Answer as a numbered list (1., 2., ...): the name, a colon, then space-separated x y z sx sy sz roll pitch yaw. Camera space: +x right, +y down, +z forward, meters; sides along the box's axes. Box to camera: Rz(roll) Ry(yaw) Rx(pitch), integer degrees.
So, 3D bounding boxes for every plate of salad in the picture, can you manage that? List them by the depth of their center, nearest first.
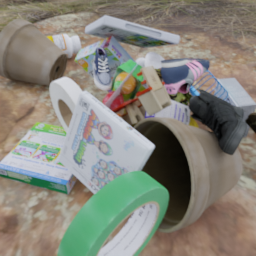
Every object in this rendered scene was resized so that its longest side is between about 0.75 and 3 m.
1. plate of salad: 1.522 -1.374 9.665 0.693 2.887 2.887 -23 28 31

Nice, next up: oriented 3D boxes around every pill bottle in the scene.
1. pill bottle: -3.824 -4.391 15.323 2.326 1.292 1.292 -13 41 -16

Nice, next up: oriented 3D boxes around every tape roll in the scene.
1. tape roll: -0.212 2.180 5.934 2.652 2.652 0.638 -32 50 -33
2. tape roll: -1.690 -0.412 8.679 0.426 2.330 2.330 -29 47 -27

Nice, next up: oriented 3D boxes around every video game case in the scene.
1. video game case: -0.706 0.659 7.100 2.213 2.431 0.288 39 37 18
2. video game case: 0.012 -3.415 10.248 2.681 0.324 2.941 7 9 -21

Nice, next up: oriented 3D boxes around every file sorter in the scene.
1. file sorter: 2.799 -1.479 10.184 1.081 0.956 1.557 41 20 -20

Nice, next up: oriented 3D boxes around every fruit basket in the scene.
1. fruit basket: -0.355 -1.129 8.972 0.989 1.954 2.109 39 64 4

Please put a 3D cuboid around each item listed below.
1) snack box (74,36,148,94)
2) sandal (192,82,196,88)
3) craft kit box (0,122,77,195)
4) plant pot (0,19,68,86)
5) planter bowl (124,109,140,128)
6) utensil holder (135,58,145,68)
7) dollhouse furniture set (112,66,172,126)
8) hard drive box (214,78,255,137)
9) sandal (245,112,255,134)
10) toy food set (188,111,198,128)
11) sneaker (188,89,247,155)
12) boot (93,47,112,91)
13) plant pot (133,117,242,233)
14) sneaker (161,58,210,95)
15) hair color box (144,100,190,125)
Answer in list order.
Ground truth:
1. snack box: -0.543 -2.248 11.112 1.855 2.608 0.691 -9 53 40
2. sandal: 2.183 -1.966 12.745 2.330 0.766 0.854 -25 45 -28
3. craft kit box: -2.601 0.896 9.411 2.452 0.595 2.422 11 43 14
4. plant pot: -4.293 -3.219 13.063 2.472 2.848 2.848 25 43 5
5. planter bowl: 0.199 -0.164 10.018 0.614 1.474 1.474 2 39 -7
6. utensil holder: 0.849 -2.771 13.061 0.954 0.954 1.122 -16 18 -18
7. dollhouse furniture set: -0.005 -0.665 7.824 2.223 1.158 2.247 -27 1 37
8. hard drive box: 3.959 -0.780 10.706 0.739 1.499 1.923 -5 38 -4
9. sandal: 3.595 -0.148 7.500 0.480 1.759 0.719 -36 77 10
10. toy food set: 1.765 0.103 10.267 1.511 0.839 2.569 17 39 -12
11. sneaker: 2.234 -0.313 7.466 1.513 0.871 2.901 25 27 11
12. boot: -0.875 -1.977 9.249 0.578 0.718 1.589 -7 49 -17
13. plant pot: 1.653 1.119 7.718 2.510 2.893 2.893 -3 36 -32
14. sneaker: 1.819 -1.645 8.837 0.903 1.056 2.575 6 14 40
15. hair color box: 1.197 -0.408 8.399 1.459 0.797 0.473 15 -10 -35
